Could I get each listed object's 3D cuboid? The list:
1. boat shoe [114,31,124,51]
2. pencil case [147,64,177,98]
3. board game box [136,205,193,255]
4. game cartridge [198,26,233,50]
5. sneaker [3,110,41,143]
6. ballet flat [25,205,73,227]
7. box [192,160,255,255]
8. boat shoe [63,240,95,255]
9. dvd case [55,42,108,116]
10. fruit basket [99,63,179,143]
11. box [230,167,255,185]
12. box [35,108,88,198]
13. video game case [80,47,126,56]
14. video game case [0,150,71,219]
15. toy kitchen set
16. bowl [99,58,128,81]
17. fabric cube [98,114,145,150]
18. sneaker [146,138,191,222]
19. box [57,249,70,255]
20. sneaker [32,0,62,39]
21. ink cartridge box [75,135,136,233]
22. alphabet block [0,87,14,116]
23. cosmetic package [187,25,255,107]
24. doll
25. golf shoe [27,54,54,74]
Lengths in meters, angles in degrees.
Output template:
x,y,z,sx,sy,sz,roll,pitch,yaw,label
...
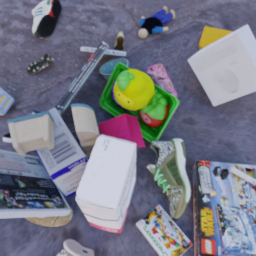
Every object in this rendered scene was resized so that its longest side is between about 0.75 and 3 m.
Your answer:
x,y,z,sx,sy,sz,roll,pitch,yaw,label
-0.330,-3.370,11.086,0.377,1.029,0.322,9,68,-10,boat shoe
1.192,-1.539,9.738,0.623,1.440,0.596,-18,36,22,pencil case
0.966,2.914,7.657,0.861,0.236,1.365,-34,64,-18,board game box
3.816,-3.604,11.714,1.552,0.252,1.368,16,60,12,game cartridge
-3.103,-0.075,8.691,0.613,1.677,0.938,6,98,35,sneaker
-2.791,2.099,7.818,2.515,0.821,0.887,13,62,8,ballet flat
2.791,2.290,7.863,1.849,0.539,2.701,6,58,3,box
-1.337,3.196,7.020,0.498,1.074,0.401,-39,33,11,boat shoe
-1.637,-1.429,9.146,0.289,1.920,2.629,36,74,-11,dvd case
0.232,-0.880,8.612,2.619,1.889,2.619,24,22,-10,fruit basket
3.289,1.368,8.004,0.764,0.148,0.158,30,89,17,box
-1.894,0.776,7.949,1.032,1.967,1.809,-30,63,-14,box
-0.980,-2.854,10.478,1.487,0.180,1.632,3,14,-15,video game case
-2.711,1.391,7.149,0.263,2.255,2.050,-47,58,11,video game case
-1.867,0.221,7.943,2.081,2.597,1.530,-14,61,-5,toy kitchen set
-0.450,-2.044,10.404,1.119,0.585,1.119,-12,38,10,bowl
-0.183,0.232,8.147,0.941,0.924,0.938,-20,78,23,fabric cube
1.059,1.409,8.067,1.137,0.986,2.565,7,52,-9,sneaker
-1.771,3.408,7.382,0.979,0.203,0.189,-38,65,-22,box
-3.754,-4.724,12.189,1.088,0.819,2.327,1,60,24,sneaker
-0.453,1.546,7.245,0.976,2.358,1.728,13,59,9,ink cartridge box
-4.545,-0.897,9.569,0.767,0.753,0.749,-2,51,33,alphabet block
3.326,-1.997,9.194,1.146,1.859,1.865,-43,105,-41,cosmetic package
1.190,-4.501,12.096,1.388,0.493,2.034,37,65,23,doll
-3.380,-2.393,10.870,1.137,0.501,0.439,-29,77,8,golf shoe
